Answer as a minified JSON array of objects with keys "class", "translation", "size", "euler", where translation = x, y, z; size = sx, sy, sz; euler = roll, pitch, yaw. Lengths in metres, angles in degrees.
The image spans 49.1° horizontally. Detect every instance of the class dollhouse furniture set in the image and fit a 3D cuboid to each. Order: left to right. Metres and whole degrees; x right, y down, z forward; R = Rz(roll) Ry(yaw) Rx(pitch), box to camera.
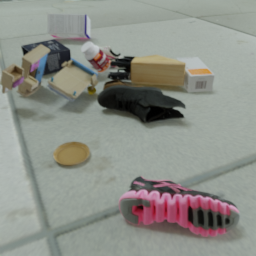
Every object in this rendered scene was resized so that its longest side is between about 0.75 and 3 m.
[{"class":"dollhouse furniture set","translation":[-2.880,-1.390,10.659],"size":[2.714,1.771,2.562],"euler":[30,44,-1]}]

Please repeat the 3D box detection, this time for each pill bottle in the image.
[{"class":"pill bottle","translation":[-1.444,-3.154,12.521],"size":[0.778,1.377,0.778],"euler":[-21,49,26]}]

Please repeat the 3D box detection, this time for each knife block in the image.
[{"class":"knife block","translation":[0.613,-2.373,11.812],"size":[2.534,0.923,2.886],"euler":[-17,32,-28]}]

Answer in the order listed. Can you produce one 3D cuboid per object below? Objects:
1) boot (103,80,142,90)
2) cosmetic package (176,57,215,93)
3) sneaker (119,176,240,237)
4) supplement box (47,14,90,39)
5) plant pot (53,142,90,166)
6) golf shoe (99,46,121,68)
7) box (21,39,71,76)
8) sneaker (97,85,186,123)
[{"class":"boot","translation":[-0.145,-1.566,11.105],"size":[1.742,0.657,0.641],"euler":[-8,30,-17]},{"class":"cosmetic package","translation":[2.822,-2.354,12.163],"size":[1.073,0.754,2.116],"euler":[-5,34,-7]},{"class":"sneaker","translation":[1.144,1.598,6.308],"size":[2.577,1.018,1.229],"euler":[8,24,9]},{"class":"supplement box","translation":[-3.548,-6.124,16.924],"size":[2.358,1.219,1.193],"euler":[1,6,2]},{"class":"plant pot","translation":[-1.634,0.765,8.120],"size":[1.050,0.144,1.050],"euler":[0,33,0]},{"class":"golf shoe","translation":[-1.187,-3.667,13.471],"size":[1.788,0.823,0.649],"euler":[28,28,-8]},{"class":"box","translation":[-3.894,-3.402,13.438],"size":[1.749,1.027,1.720],"euler":[-23,42,-29]},{"class":"sneaker","translation":[0.404,-0.793,9.714],"size":[2.903,0.872,1.514],"euler":[-3,37,-6]}]
